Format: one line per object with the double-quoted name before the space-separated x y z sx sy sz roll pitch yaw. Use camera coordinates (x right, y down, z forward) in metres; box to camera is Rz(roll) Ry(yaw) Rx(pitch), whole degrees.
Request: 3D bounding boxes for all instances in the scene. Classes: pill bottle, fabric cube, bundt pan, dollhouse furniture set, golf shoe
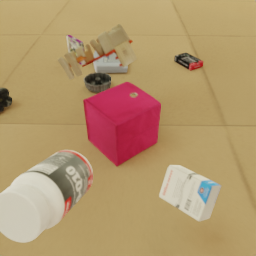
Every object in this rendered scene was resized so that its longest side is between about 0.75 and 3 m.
"pill bottle" -0.705 0.562 2.480 0.507 0.507 0.891 11 17 14
"fabric cube" -0.174 -0.165 7.646 1.474 1.478 1.450 -27 47 -29
"bundt pan" -1.119 -1.651 10.373 1.033 0.388 1.033 1 39 -1
"dollhouse furniture set" -0.669 -1.990 7.634 1.856 0.956 1.836 -38 18 -28
"golf shoe" -4.913 -0.664 8.865 1.089 0.896 2.304 18 33 32

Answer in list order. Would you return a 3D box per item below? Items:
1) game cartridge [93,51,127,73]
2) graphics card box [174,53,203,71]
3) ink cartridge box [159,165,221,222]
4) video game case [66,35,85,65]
"game cartridge" -0.757 -2.980 12.038 1.442 0.450 2.166 -3 39 3
"graphics card box" 2.576 -2.850 11.955 0.687 0.278 1.095 -23 45 -25
"ink cartridge box" 1.003 1.047 4.643 0.353 0.611 0.837 7 13 -46
"video game case" -2.246 -3.354 12.016 0.196 0.994 1.097 -27 47 -30
